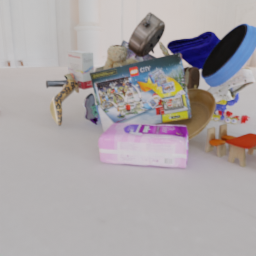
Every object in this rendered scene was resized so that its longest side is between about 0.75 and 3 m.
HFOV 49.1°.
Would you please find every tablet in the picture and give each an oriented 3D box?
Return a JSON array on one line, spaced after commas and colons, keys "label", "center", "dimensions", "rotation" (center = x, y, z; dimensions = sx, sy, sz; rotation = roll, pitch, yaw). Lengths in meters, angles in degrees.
[{"label": "tablet", "center": [-0.565, -0.665, 10.962], "dimensions": [2.120, 0.145, 1.380], "rotation": [0, -23, 17]}]

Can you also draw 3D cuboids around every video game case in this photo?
[{"label": "video game case", "center": [0.365, -2.854, 12.798], "dimensions": [2.055, 1.468, 0.195], "rotation": [26, 24, -8]}]

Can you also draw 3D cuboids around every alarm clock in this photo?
[{"label": "alarm clock", "center": [0.638, -3.076, 9.172], "dimensions": [0.682, 1.381, 2.047], "rotation": [40, -6, 12]}]

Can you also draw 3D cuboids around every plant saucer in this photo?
[{"label": "plant saucer", "center": [1.671, -0.298, 9.090], "dimensions": [2.505, 0.444, 2.505], "rotation": [-24, 34, 18]}]

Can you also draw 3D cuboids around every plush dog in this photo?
[{"label": "plush dog", "center": [-0.048, -1.801, 10.499], "dimensions": [1.846, 1.725, 2.150], "rotation": [44, 9, 29]}]

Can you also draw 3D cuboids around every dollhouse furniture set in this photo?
[{"label": "dollhouse furniture set", "center": [3.508, 0.271, 7.605], "dimensions": [2.068, 1.077, 2.091], "rotation": [-12, 20, -36]}]

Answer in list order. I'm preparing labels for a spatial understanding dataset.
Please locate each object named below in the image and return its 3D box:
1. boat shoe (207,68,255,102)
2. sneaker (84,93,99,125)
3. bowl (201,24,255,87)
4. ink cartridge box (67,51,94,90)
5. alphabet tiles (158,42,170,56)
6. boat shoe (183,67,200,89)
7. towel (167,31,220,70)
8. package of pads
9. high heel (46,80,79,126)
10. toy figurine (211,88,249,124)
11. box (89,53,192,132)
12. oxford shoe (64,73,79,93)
[{"label": "boat shoe", "center": [3.467, -1.279, 9.809], "dimensions": [0.697, 0.682, 1.968], "rotation": [14, -38, -38]}, {"label": "sneaker", "center": [-0.849, -0.458, 6.903], "dimensions": [0.400, 0.914, 0.340], "rotation": [36, 58, 17]}, {"label": "bowl", "center": [2.697, -1.988, 7.627], "dimensions": [0.369, 1.878, 1.878], "rotation": [32, 11, -12]}, {"label": "ink cartridge box", "center": [-1.994, -2.464, 11.824], "dimensions": [1.077, 1.478, 0.612], "rotation": [21, 30, 40]}, {"label": "alphabet tiles", "center": [1.579, -3.235, 11.930], "dimensions": [0.031, 0.966, 0.804], "rotation": [-26, 48, 28]}, {"label": "boat shoe", "center": [2.079, -1.096, 10.280], "dimensions": [0.829, 2.246, 0.831], "rotation": [-2, 13, -40]}, {"label": "towel", "center": [2.530, -2.530, 9.561], "dimensions": [1.617, 0.543, 2.190], "rotation": [-2, -6, 39]}, {"label": "package of pads", "center": [0.443, 0.421, 7.486], "dimensions": [2.282, 0.863, 1.375], "rotation": [3, 19, 10]}, {"label": "high heel", "center": [-2.310, -0.990, 10.604], "dimensions": [1.290, 1.810, 0.646], "rotation": [-7, -11, -33]}, {"label": "toy figurine", "center": [3.812, -1.277, 11.946], "dimensions": [2.783, 1.667, 1.468], "rotation": [16, 22, 42]}, {"label": "box", "center": [0.404, -1.106, 9.149], "dimensions": [2.986, 2.039, 0.563], "rotation": [-8, 12, 17]}, {"label": "oxford shoe", "center": [-2.338, -1.819, 11.605], "dimensions": [0.378, 0.363, 1.024], "rotation": [-18, 63, -28]}]
